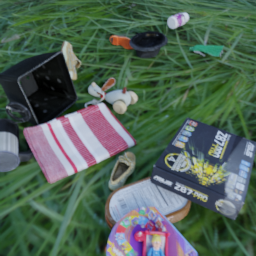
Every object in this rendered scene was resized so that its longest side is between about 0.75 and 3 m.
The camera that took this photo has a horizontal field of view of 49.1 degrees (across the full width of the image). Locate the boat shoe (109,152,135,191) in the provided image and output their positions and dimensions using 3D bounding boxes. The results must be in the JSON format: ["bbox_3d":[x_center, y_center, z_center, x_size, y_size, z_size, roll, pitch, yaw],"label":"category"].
[{"bbox_3d":[-0.141,1.171,8.048,0.510,0.436,1.391,14,46,14],"label":"boat shoe"}]

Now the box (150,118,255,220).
[{"bbox_3d":[2.183,0.929,7.770,2.257,0.688,2.800,24,38,18],"label":"box"}]

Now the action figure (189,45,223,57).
[{"bbox_3d":[3.550,-3.561,12.889,1.504,0.411,0.889,16,48,26],"label":"action figure"}]

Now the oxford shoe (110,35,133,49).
[{"bbox_3d":[-0.137,-4.196,13.466,1.490,0.531,0.543,25,45,24],"label":"oxford shoe"}]

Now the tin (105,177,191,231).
[{"bbox_3d":[0.539,1.960,7.265,2.349,0.492,1.315,-17,51,-17],"label":"tin"}]

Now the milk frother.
[{"bbox_3d":[-3.506,0.232,8.257,1.367,1.514,1.424,-9,46,-15],"label":"milk frother"}]

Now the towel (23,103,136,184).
[{"bbox_3d":[-1.497,0.313,8.769,2.947,0.335,2.122,-23,55,-27],"label":"towel"}]

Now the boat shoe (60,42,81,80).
[{"bbox_3d":[-2.473,-2.787,11.938,0.905,0.852,2.377,6,51,-14],"label":"boat shoe"}]

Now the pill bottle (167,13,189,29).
[{"bbox_3d":[2.691,-5.750,14.946,1.135,0.637,0.637,-32,53,-29],"label":"pill bottle"}]

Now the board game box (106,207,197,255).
[{"bbox_3d":[0.544,2.723,6.141,1.632,0.402,2.065,-35,68,-24],"label":"board game box"}]

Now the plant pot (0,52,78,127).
[{"bbox_3d":[-3.269,-1.440,9.762,1.761,1.985,1.980,16,46,29],"label":"plant pot"}]

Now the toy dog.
[{"bbox_3d":[-0.638,-1.282,10.184,1.947,0.938,1.284,8,45,8],"label":"toy dog"}]

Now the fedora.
[{"bbox_3d":[0.924,-3.671,12.705,1.767,0.807,1.767,-2,46,2],"label":"fedora"}]
